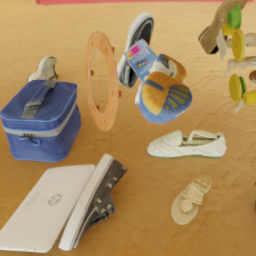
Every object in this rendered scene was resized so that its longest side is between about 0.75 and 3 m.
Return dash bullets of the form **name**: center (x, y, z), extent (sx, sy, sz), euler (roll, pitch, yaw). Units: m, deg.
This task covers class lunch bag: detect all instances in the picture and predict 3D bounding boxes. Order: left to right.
- **lunch bag**: center (-2.766, -0.362, 9.088), extent (1.970, 1.918, 2.899), euler (3, 34, 4)

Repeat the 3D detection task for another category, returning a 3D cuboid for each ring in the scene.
- **ring**: center (-0.684, -1.186, 7.262), extent (0.243, 2.528, 2.528), euler (-7, 35, -23)

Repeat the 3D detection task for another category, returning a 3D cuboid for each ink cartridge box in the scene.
- **ink cartridge box**: center (0.744, -1.245, 7.114), extent (0.660, 1.179, 1.728), euler (-36, 62, 16)

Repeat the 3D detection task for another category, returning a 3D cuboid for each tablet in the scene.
- **tablet**: center (-2.010, 1.856, 6.985), extent (1.727, 0.181, 2.654), euler (-8, 31, 25)

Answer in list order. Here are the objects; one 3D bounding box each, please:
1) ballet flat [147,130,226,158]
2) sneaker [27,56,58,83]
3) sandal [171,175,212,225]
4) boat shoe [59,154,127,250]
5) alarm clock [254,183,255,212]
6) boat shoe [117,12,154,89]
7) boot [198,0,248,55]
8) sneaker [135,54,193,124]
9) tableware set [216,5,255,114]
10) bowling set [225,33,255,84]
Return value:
- **ballet flat**: center (1.877, 0.426, 8.952), extent (2.507, 0.900, 0.900), euler (0, 35, 1)
- **sneaker**: center (-3.704, -2.385, 12.924), extent (1.114, 1.039, 2.811), euler (9, 41, -3)
- **sandal**: center (1.693, 1.674, 7.343), extent (0.669, 0.600, 1.824), euler (24, 41, 30)
- **boat shoe**: center (-0.714, 1.826, 6.958), extent (0.921, 0.972, 2.781), euler (26, 38, 1)
- **alarm clock**: center (3.779, 2.104, 6.721), extent (1.256, 0.620, 1.862), euler (5, 33, 6)
- **boat shoe**: center (0.298, -2.177, 8.099), extent (0.778, 2.168, 0.735), euler (6, 29, -43)
- **boot**: center (2.598, -2.715, 7.439), extent (0.690, 1.874, 0.707), euler (-1, 61, -22)
- **sneaker**: center (0.434, -0.413, 3.979), extent (0.668, 0.783, 1.776), euler (33, 31, -4)
- **tableware set**: center (2.261, -1.359, 5.665), extent (0.304, 1.333, 1.979), euler (-8, 75, 2)
- **bowling set**: center (3.526, -2.070, 8.421), extent (1.185, 1.536, 2.207), euler (-6, 9, 0)
